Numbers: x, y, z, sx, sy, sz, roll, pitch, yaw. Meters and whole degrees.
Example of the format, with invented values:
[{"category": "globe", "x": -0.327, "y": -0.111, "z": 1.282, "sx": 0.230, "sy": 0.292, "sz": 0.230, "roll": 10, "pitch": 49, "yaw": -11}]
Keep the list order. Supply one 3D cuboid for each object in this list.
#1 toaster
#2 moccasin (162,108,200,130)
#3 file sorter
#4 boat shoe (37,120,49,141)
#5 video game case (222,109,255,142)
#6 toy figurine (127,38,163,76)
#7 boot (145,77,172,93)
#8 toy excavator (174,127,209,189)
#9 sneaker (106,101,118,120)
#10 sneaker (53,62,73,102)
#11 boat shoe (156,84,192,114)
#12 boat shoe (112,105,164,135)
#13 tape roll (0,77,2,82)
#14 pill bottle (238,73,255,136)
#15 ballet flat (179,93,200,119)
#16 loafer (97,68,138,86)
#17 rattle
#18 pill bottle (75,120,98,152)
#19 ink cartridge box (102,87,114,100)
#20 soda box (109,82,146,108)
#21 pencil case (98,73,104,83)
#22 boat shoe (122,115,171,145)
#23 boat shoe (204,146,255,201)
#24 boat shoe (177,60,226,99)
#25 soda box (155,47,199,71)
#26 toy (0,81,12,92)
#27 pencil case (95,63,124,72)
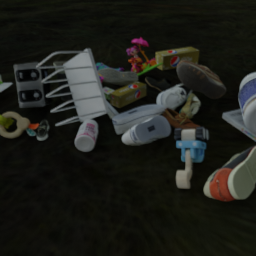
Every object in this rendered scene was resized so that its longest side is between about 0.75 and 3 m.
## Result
[{"category": "toaster", "x": -3.646, "y": -1.665, "z": 10.930, "sx": 1.081, "sy": 1.647, "sz": 1.821, "roll": -5, "pitch": 9, "yaw": -5}, {"category": "moccasin", "x": 1.854, "y": -0.281, "z": 9.772, "sx": 0.615, "sy": 0.649, "sz": 1.682, "roll": -2, "pitch": 22, "yaw": -29}, {"category": "file sorter", "x": -1.917, "y": -1.289, "z": 9.449, "sx": 1.550, "sy": 2.234, "sz": 1.391, "roll": -16, "pitch": 2, "yaw": 45}, {"category": "boat shoe", "x": -2.969, "y": 0.067, "z": 9.697, "sx": 0.357, "sy": 0.321, "sz": 1.009, "roll": -4, "pitch": 32, "yaw": -6}, {"category": "video game case", "x": 5.036, "y": 0.016, "z": 9.848, "sx": 2.018, "sy": 0.254, "sz": 2.818, "roll": -13, "pitch": 34, "yaw": -20}, {"category": "toy figurine", "x": 0.541, "y": -3.473, "z": 13.666, "sx": 1.794, "sy": 1.652, "sz": 1.347, "roll": -27, "pitch": 8, "yaw": -2}, {"category": "boot", "x": 1.260, "y": -1.914, "z": 11.465, "sx": 1.036, "sy": 0.717, "sz": 0.401, "roll": 30, "pitch": 57, "yaw": -3}, {"category": "toy excavator", "x": 1.777, "y": 0.820, "z": 8.001, "sx": 0.844, "sy": 1.689, "sz": 1.642, "roll": -4, "pitch": -7, "yaw": 26}, {"category": "sneaker", "x": -0.866, "y": -0.781, "z": 10.473, "sx": 0.406, "sy": 0.419, "sz": 1.147, "roll": -44, "pitch": 74, "yaw": 2}, {"category": "sneaker", "x": -2.707, "y": -2.112, "z": 12.289, "sx": 1.024, "sy": 1.454, "sz": 2.738, "roll": -4, "pitch": 22, "yaw": -6}, {"category": "boat shoe", "x": 1.914, "y": -1.301, "z": 11.163, "sx": 0.775, "sy": 0.872, "sz": 2.371, "roll": -26, "pitch": 13, "yaw": 41}, {"category": "boat shoe", "x": 0.397, "y": -0.314, "z": 9.873, "sx": 2.034, "sy": 0.665, "sz": 0.748, "roll": -17, "pitch": 22, "yaw": -20}, {"category": "tape roll", "x": -6.605, "y": -2.262, "z": 13.386, "sx": 1.018, "sy": 0.356, "sz": 1.018, "roll": 0, "pitch": 32, "yaw": 0}, {"category": "pill bottle", "x": 4.642, "y": -0.911, "z": 9.688, "sx": 1.489, "sy": 1.489, "sz": 2.574, "roll": 7, "pitch": 32, "yaw": 10}, {"category": "ballet flat", "x": 2.496, "y": -0.848, "z": 10.858, "sx": 0.600, "sy": 0.600, "sz": 1.698, "roll": 14, "pitch": 38, "yaw": 21}, {"category": "loafer", "x": -0.536, "y": -2.255, "z": 12.807, "sx": 2.079, "sy": 0.726, "sz": 0.727, "roll": 3, "pitch": 70, "yaw": -29}, {"category": "rattle", "x": -3.737, "y": -0.036, "z": 9.788, "sx": 1.426, "sy": 1.018, "sz": 0.928, "roll": 0, "pitch": 72, "yaw": -5}, {"category": "pill bottle", "x": -1.329, "y": 0.220, "z": 9.158, "sx": 0.628, "sy": 0.628, "sz": 1.108, "roll": 1, "pitch": 32, "yaw": 2}, {"category": "ink cartridge box", "x": -0.838, "y": -1.480, "z": 12.227, "sx": 0.904, "sy": 0.268, "sz": 0.469, "roll": 28, "pitch": 41, "yaw": 36}, {"category": "soda box", "x": 0.019, "y": -1.422, "z": 11.857, "sx": 0.575, "sy": 0.543, "sz": 1.697, "roll": 24, "pitch": 40, "yaw": 37}, {"category": "pencil case", "x": -1.534, "y": -1.670, "z": 11.586, "sx": 0.581, "sy": 1.315, "sz": 0.581, "roll": 29, "pitch": 25, "yaw": -15}, {"category": "boat shoe", "x": 0.595, "y": 0.092, "z": 8.895, "sx": 0.696, "sy": 0.784, "sz": 2.130, "roll": -23, "pitch": -10, "yaw": 37}, {"category": "boat shoe", "x": 3.060, "y": 1.166, "z": 7.430, "sx": 2.783, "sy": 0.991, "sz": 0.871, "roll": -20, "pitch": -4, "yaw": -42}, {"category": "boat shoe", "x": 2.952, "y": -2.082, "z": 11.549, "sx": 2.594, "sy": 0.982, "sz": 0.931, "roll": 26, "pitch": 44, "yaw": -32}, {"category": "soda box", "x": 2.715, "y": -3.847, "z": 15.479, "sx": 2.414, "sy": 0.818, "sz": 0.773, "roll": -15, "pitch": 35, "yaw": -23}, {"category": "toy", "x": -5.947, "y": -1.310, "z": 11.713, "sx": 1.287, "sy": 0.528, "sz": 2.235, "roll": 3, "pitch": 34, "yaw": 10}, {"category": "pencil case", "x": -0.983, "y": -2.746, "z": 13.811, "sx": 1.594, "sy": 0.737, "sz": 0.678, "roll": 22, "pitch": 2, "yaw": 29}]
